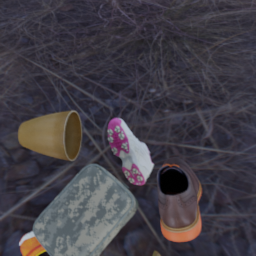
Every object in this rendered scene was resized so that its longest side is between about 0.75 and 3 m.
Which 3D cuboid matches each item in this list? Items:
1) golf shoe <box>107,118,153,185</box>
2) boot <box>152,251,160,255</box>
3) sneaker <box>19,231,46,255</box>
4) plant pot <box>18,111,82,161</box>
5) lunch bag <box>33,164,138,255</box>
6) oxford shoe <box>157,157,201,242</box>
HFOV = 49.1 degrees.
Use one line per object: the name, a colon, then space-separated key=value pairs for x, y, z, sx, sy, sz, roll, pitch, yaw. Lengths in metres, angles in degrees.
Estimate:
golf shoe: x=0.100 y=0.643 z=8.689 sx=0.840 sy=2.232 sz=1.021 roll=-8 pitch=21 yaw=43
boot: x=1.120 y=3.631 z=6.526 sx=1.341 sy=0.444 sz=1.174 roll=9 pitch=57 yaw=11
sneaker: x=-1.573 y=2.766 z=7.322 sx=2.333 sy=0.851 sz=0.900 roll=-24 pitch=72 yaw=-19
plant pot: x=-2.386 y=0.220 z=8.450 sx=1.600 sy=1.491 sz=1.491 roll=1 pitch=43 yaw=10
lunch bag: x=-0.814 y=1.992 z=6.231 sx=1.437 sy=1.730 sz=2.062 roll=38 pitch=81 yaw=20
oxford shoe: x=1.146 y=1.205 z=6.435 sx=1.042 sy=1.062 sz=2.928 roll=-10 pitch=17 yaw=8
